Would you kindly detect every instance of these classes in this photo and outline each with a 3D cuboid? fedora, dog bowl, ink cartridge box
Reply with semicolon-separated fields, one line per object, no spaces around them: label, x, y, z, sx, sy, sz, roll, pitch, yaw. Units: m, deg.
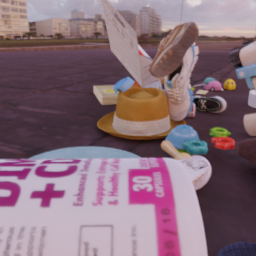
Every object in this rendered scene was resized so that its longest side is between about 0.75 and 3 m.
fedora;0.379;-0.534;7.895;2.703;1.102;2.703;1;18;0
dog bowl;-0.146;-1.127;7.442;0.422;0.187;0.756;-51;20;-24
ink cartridge box;0.038;-2.747;8.792;0.740;2.594;2.108;-30;65;-13

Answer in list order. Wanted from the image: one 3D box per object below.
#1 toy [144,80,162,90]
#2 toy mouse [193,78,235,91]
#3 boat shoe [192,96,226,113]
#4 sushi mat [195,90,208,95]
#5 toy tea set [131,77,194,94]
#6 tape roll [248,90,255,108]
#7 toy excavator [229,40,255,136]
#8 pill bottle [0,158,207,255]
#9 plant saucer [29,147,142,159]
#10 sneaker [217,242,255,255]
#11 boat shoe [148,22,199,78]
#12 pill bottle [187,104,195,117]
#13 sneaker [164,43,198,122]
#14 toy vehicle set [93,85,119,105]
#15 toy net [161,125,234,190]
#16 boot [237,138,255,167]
toy;0.662;-1.173;10.235;1.293;0.305;0.744;-18;53;19
toy mouse;4.208;-2.162;13.757;2.001;0.436;2.252;7;20;21
boat shoe;2.646;-0.805;9.679;0.491;0.546;1.543;-11;14;-31
sushi mat;3.362;-1.620;12.763;0.424;0.054;0.885;8;20;24
toy tea set;1.302;-1.454;11.433;1.618;1.007;2.721;-39;36;-15
tape roll;5.226;-1.050;10.365;1.425;0.498;1.425;0;18;0
toy excavator;3.541;-1.171;7.370;2.177;2.239;1.118;-31;13;-37
pill bottle;-0.936;1.069;2.342;2.849;1.615;1.615;-1;19;-1
plant saucer;-0.756;0.957;4.484;2.425;0.467;2.425;0;19;0
sneaker;1.533;1.494;3.107;1.051;0.432;0.388;-13;44;15
boat shoe;0.955;-1.742;6.277;1.517;0.574;0.545;-49;41;-9
pill bottle;1.753;-0.585;9.072;0.776;0.450;0.450;3;19;8
sneaker;1.255;-1.165;7.581;0.866;2.311;1.002;16;33;30
toy vehicle set;-0.577;-1.432;11.783;1.464;0.312;2.356;-5;19;-13
toy net;1.326;0.604;5.532;1.476;0.543;2.813;8;22;14
boot;3.605;0.614;4.504;2.921;1.057;2.430;-5;22;-3
